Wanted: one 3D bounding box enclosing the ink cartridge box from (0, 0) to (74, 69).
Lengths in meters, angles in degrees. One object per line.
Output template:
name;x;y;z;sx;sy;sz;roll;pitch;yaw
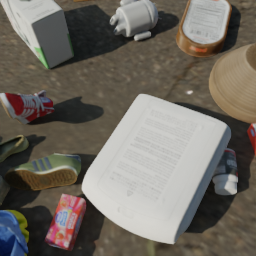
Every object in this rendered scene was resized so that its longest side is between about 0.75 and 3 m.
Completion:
ink cartridge box;-2.774;-3.196;8.338;0.995;1.728;2.368;-35;64;-17

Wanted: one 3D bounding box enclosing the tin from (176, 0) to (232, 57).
tin;2.532;-3.448;9.209;1.532;0.573;2.736;18;60;6

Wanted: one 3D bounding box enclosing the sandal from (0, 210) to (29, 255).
sandal;-2.182;2.747;5.035;1.151;1.260;2.895;-25;64;-17

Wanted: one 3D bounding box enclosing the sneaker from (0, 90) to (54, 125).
sneaker;-2.372;-0.595;6.748;0.970;1.725;0.615;-24;84;-8

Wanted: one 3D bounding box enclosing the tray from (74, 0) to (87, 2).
tray;-1.228;-5.069;10.305;1.615;0.299;0.797;-8;60;-4

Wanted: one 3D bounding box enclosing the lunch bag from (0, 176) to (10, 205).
lunch bag;-3.065;1.386;6.000;0.573;0.974;0.799;14;59;9

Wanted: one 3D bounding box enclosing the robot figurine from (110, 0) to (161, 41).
robot figurine;0.258;-3.521;8.986;1.636;0.924;1.388;-23;101;-14

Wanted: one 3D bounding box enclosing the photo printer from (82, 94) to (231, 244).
photo printer;0.568;0.821;6.123;2.406;1.004;2.892;22;65;24

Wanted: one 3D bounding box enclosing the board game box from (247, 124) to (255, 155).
board game box;3.900;0.719;6.747;1.433;0.378;1.873;-4;59;-2

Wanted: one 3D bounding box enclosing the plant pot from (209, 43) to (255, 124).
plant pot;3.610;-1.435;7.596;2.556;1.180;2.556;0;60;0

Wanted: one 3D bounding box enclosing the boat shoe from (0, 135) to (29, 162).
boat shoe;-3.070;0.532;6.864;1.195;0.376;0.436;-23;61;-13

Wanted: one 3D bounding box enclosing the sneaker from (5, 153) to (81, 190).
sneaker;-1.895;0.971;6.543;1.757;0.589;0.789;-6;26;14

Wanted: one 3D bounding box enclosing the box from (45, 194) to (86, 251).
box;-1.292;1.984;5.919;0.509;0.487;1.021;13;60;8

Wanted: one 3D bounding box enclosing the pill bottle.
pill bottle;2.229;1.011;6.474;0.551;0.551;0.968;4;59;3
